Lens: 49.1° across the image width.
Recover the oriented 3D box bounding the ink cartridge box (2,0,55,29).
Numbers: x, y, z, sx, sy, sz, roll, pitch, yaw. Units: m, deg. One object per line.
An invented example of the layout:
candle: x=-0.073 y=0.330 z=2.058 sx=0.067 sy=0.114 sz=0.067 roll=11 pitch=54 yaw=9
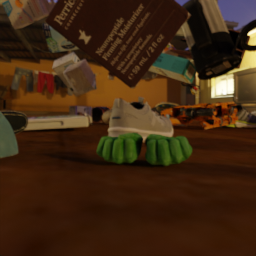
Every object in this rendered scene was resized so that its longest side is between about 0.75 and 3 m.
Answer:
ink cartridge box: x=-2.627 y=-3.240 z=7.502 sx=1.241 sy=0.714 sz=0.421 roll=-18 pitch=19 yaw=17

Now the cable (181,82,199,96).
cable: x=2.719 y=-1.792 z=12.183 sx=0.887 sy=0.431 sz=0.223 roll=36 pitch=38 yaw=5

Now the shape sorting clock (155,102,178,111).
shape sorting clock: x=2.414 y=-0.808 z=15.308 sx=2.009 sy=0.394 sz=2.009 roll=11 pitch=-22 yaw=5

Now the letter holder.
letter holder: x=3.134 y=-3.374 z=11.295 sx=1.825 sy=1.292 sz=2.568 roll=7 pitch=15 yaw=-31

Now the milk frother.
milk frother: x=3.074 y=-3.194 z=8.938 sx=2.510 sy=2.361 sz=2.265 roll=-18 pitch=-14 yaw=10

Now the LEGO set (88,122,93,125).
LEGO set: x=-1.776 y=-0.206 z=10.972 sx=0.664 sy=0.290 sz=1.023 roll=-2 pitch=4 yaw=-34

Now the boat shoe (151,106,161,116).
boat shoe: x=1.536 y=-0.704 z=14.851 sx=2.679 sy=0.868 sz=0.981 roll=2 pitch=2 yaw=19

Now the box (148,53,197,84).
box: x=1.475 y=-2.661 z=11.767 sx=2.656 sy=0.653 sz=1.093 roll=26 pitch=2 yaw=34

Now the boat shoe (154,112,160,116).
boat shoe: x=0.591 y=-0.431 z=10.934 sx=2.582 sy=0.736 sz=0.863 roll=-2 pitch=3 yaw=-28

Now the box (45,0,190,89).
box: x=-0.183 y=-2.748 z=7.222 sx=2.626 sy=2.179 sz=2.157 roll=36 pitch=18 yaw=-7

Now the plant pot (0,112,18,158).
plant pot: x=-1.804 y=0.047 z=3.417 sx=0.850 sy=0.572 sz=0.850 roll=0 pitch=4 yaw=0

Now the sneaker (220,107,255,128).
sneaker: x=4.052 y=-0.409 z=9.823 sx=1.993 sy=0.807 sz=0.736 roll=-1 pitch=3 yaw=-13

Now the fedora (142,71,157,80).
fedora: x=1.026 y=-3.142 z=14.419 sx=1.601 sy=1.811 sz=0.818 roll=-28 pitch=38 yaw=5

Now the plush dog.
plush dog: x=-0.586 y=-0.593 z=12.700 sx=1.266 sy=1.182 sz=1.474 roll=-30 pitch=19 yaw=-30

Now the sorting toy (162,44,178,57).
sorting toy: x=1.984 y=-3.793 z=13.395 sx=0.914 sy=0.823 sz=0.488 roll=18 pitch=-46 yaw=-43

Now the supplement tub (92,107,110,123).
supplement tub: x=-1.379 y=-0.729 z=15.502 sx=0.880 sy=0.880 sz=1.646 roll=1 pitch=3 yaw=22

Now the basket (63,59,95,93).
basket: x=-1.657 y=-1.797 z=9.642 sx=0.677 sy=0.834 sz=0.842 roll=-20 pitch=27 yaw=20

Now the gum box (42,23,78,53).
gum box: x=-2.314 y=-3.486 z=10.649 sx=1.601 sy=0.357 sz=1.360 roll=-12 pitch=-18 yaw=-9

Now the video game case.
video game case: x=-2.739 y=-0.181 z=8.890 sx=2.660 sy=0.342 sz=2.926 roll=-3 pitch=4 yaw=-14

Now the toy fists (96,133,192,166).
toy fists: x=0.158 y=0.206 z=2.799 sx=0.937 sy=0.322 sz=0.478 roll=2 pitch=4 yaw=13

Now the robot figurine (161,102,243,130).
robot figurine: x=2.410 y=-0.419 z=9.302 sx=1.959 sy=0.786 sz=2.702 roll=-9 pitch=6 yaw=-27

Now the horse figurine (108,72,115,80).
horse figurine: x=0.159 y=-2.585 z=9.669 sx=2.784 sy=0.695 sz=1.845 roll=-45 pitch=-4 yaw=-10

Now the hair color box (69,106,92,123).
hair color box: x=-2.382 y=-0.660 z=14.156 sx=0.509 sy=0.859 sz=1.571 roll=1 pitch=3 yaw=21

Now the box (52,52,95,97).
box: x=-2.354 y=-2.316 z=12.406 sx=1.068 sy=0.551 sz=1.832 roll=-18 pitch=-44 yaw=17

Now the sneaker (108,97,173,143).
sneaker: x=0.345 y=-0.175 z=5.254 sx=0.741 sy=0.813 sz=1.983 roll=2 pitch=3 yaw=27

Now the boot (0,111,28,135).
boot: x=-2.281 y=0.015 z=4.722 sx=1.446 sy=0.522 sz=1.092 roll=-9 pitch=10 yaw=-37

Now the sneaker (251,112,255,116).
sneaker: x=6.181 y=-0.472 z=14.398 sx=1.599 sy=0.605 sz=0.735 roll=-7 pitch=7 yaw=25
